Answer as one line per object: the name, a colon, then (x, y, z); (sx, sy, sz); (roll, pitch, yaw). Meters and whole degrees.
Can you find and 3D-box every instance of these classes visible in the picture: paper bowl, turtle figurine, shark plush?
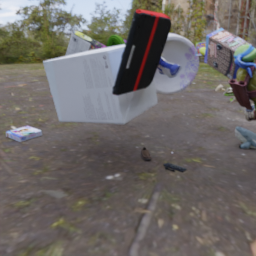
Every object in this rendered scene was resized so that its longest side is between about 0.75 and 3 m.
paper bowl: (1.837, -3.059, 13.313); (2.731, 2.731, 1.420); (-3, 27, -10)
turtle figurine: (4.186, -1.261, 8.013); (2.155, 2.904, 2.995); (-21, 13, 29)
shark plush: (5.145, 0.459, 10.961); (1.870, 0.779, 0.850); (14, 23, 36)

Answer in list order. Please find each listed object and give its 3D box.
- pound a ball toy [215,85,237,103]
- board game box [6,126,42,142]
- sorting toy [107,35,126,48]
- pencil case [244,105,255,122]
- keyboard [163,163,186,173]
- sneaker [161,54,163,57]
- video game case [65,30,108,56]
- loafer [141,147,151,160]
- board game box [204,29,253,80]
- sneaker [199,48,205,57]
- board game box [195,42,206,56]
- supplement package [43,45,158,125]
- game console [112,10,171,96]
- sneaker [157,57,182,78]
pound a ball toy: (4.382, -1.540, 11.745); (1.298, 0.551, 0.846); (-10, 54, -44)
board game box: (-4.634, 0.255, 12.465); (1.105, 0.227, 1.102); (14, 23, 36)
sorting toy: (-0.157, -3.035, 12.813); (1.022, 2.489, 1.496); (-26, 26, -32)
pencil case: (4.476, -0.472, 8.981); (1.428, 0.639, 0.555); (1, 51, 54)
keyboard: (1.529, 1.341, 9.427); (0.773, 0.080, 0.491); (14, 23, 38)
sneaker: (1.238, -3.361, 11.201); (0.489, 1.047, 0.368); (-27, 29, 14)
video game case: (-1.577, -2.415, 11.402); (2.129, 2.349, 0.421); (27, 41, -2)
loafer: (0.632, 0.938, 10.298); (0.296, 0.288, 0.811); (-4, 19, -13)
board game box: (3.016, -2.252, 8.565); (0.613, 1.009, 1.265); (-29, 50, -15)
sneaker: (3.196, -2.846, 10.735); (0.985, 0.372, 0.376); (26, 5, 9)
board game box: (3.079, -3.222, 11.421); (0.180, 0.540, 0.804); (-4, 11, -27)
supplement package: (-0.835, -1.427, 8.900); (2.702, 2.050, 2.035); (3, 23, 37)
game console: (0.352, -1.881, 7.153); (0.320, 2.063, 1.825); (30, 29, 25)
sneaker: (1.045, -1.788, 8.128); (0.565, 0.395, 0.978); (36, -3, -33)
